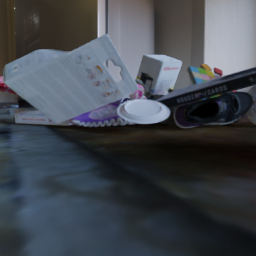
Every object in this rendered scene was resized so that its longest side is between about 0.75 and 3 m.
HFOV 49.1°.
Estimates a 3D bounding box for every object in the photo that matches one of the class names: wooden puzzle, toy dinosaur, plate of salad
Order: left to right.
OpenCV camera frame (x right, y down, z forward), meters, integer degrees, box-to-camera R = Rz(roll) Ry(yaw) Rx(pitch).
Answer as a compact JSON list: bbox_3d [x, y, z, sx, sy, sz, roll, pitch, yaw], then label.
[{"bbox_3d":[0.348,-0.349,6.527,1.227,0.295,1.227,0,31,0],"label":"plate of salad"},{"bbox_3d":[1.107,-0.532,8.544,1.371,1.032,2.681,-18,45,-29],"label":"toy dinosaur"},{"bbox_3d":[2.790,-1.340,9.074,1.557,0.184,2.625,9,46,-19],"label":"wooden puzzle"}]

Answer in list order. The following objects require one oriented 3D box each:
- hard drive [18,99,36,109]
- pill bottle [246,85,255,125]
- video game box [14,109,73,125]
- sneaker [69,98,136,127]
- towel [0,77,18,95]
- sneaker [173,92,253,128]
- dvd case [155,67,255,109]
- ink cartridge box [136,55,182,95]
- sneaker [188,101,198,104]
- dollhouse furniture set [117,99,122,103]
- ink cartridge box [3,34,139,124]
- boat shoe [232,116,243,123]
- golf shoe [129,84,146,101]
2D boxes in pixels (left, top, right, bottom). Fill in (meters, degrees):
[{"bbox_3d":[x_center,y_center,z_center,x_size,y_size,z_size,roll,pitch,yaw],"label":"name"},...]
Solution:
[{"bbox_3d":[-2.226,-0.761,8.423,1.708,0.323,1.193,0,8,5],"label":"hard drive"},{"bbox_3d":[4.579,-0.682,7.962,2.185,1.224,1.224,-2,7,-19],"label":"pill bottle"},{"bbox_3d":[-2.107,-0.413,8.926,1.915,0.492,2.102,0,6,23],"label":"video game box"},{"bbox_3d":[-0.671,-0.456,7.649,1.890,0.835,0.760,-5,7,-15],"label":"sneaker"},{"bbox_3d":[-3.555,-1.259,8.237,2.668,0.300,1.930,12,11,0],"label":"towel"},{"bbox_3d":[2.296,-0.441,7.000,2.164,0.819,0.947,-15,-1,-10],"label":"sneaker"},{"bbox_3d":[2.126,-1.039,7.252,2.615,0.323,1.965,-15,8,29],"label":"dvd case"},{"bbox_3d":[1.017,-1.614,10.651,0.905,2.185,1.592,30,27,27],"label":"ink cartridge box"},{"bbox_3d":[1.819,-0.956,9.423,1.455,0.840,0.570,-38,-22,31],"label":"sneaker"},{"bbox_3d":[-0.202,-0.197,8.792,1.349,1.069,0.957,23,-31,10],"label":"dollhouse furniture set"},{"bbox_3d":[-0.988,-0.916,5.258,1.985,0.469,1.589,-21,-34,12],"label":"ink cartridge box"},{"bbox_3d":[3.199,-0.447,8.223,0.392,0.393,1.061,35,-11,2],"label":"boat shoe"},{"bbox_3d":[0.183,-0.869,7.371,0.479,0.394,1.046,36,-12,19],"label":"golf shoe"}]
